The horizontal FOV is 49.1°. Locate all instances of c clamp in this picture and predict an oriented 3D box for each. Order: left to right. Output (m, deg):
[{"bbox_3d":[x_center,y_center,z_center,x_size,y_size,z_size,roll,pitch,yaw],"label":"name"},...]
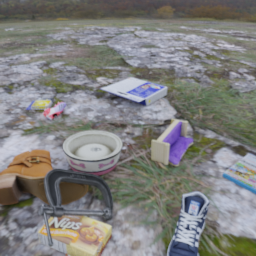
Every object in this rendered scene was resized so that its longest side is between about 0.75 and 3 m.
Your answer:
[{"bbox_3d":[-1.345,2.093,7.761,2.608,0.353,2.228,12,37,-44],"label":"c clamp"}]

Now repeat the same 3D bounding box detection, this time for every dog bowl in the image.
[{"bbox_3d":[-1.307,0.943,10.473,2.199,0.811,2.199,1,26,-1],"label":"dog bowl"}]

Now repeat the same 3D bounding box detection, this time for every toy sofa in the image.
[{"bbox_3d":[1.835,0.527,11.176,1.080,0.916,2.213,14,32,26],"label":"toy sofa"}]

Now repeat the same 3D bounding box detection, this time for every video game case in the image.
[{"bbox_3d":[4.465,1.600,9.987,1.886,0.168,1.350,-23,37,-36],"label":"video game case"}]

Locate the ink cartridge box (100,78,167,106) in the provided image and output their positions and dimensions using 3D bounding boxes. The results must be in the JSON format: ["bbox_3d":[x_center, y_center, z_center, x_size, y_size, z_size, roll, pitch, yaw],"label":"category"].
[{"bbox_3d":[0.325,-2.058,16.262,2.836,0.674,2.870,23,37,33],"label":"ink cartridge box"}]

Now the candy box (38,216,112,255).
[{"bbox_3d":[-1.390,2.821,7.417,1.685,0.466,0.973,12,31,21],"label":"candy box"}]

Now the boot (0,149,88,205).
[{"bbox_3d":[-2.765,1.464,9.349,2.945,1.085,2.278,0,24,-5],"label":"boot"}]

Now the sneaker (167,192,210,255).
[{"bbox_3d":[1.544,2.559,7.124,0.778,1.205,2.221,12,31,20],"label":"sneaker"}]

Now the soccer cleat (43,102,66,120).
[{"bbox_3d":[-3.635,-0.837,14.239,0.616,0.537,1.610,42,33,6],"label":"soccer cleat"}]

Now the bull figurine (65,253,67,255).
[{"bbox_3d":[-1.178,3.390,6.476,1.188,0.387,0.721,9,33,20],"label":"bull figurine"}]

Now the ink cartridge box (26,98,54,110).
[{"bbox_3d":[-4.809,-1.336,15.287,1.222,0.287,1.208,2,29,0],"label":"ink cartridge box"}]
